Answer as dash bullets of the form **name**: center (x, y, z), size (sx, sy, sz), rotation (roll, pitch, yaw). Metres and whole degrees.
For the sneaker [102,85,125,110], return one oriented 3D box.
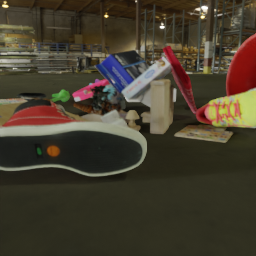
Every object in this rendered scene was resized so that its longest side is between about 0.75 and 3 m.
- **sneaker**: center (-0.760, -1.110, 10.566), size (0.960, 1.067, 2.472), rotation (1, 13, 11)

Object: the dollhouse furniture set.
- **dollhouse furniture set**: center (-0.257, -0.726, 8.229), size (2.885, 1.409, 2.461), rotation (5, 14, 18)

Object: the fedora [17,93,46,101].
- **fedora**: center (-4.076, -1.160, 11.899), size (1.214, 0.554, 1.214), rotation (2, 15, -1)

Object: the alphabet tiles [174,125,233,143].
- **alphabet tiles**: center (2.136, 0.108, 7.625), size (1.293, 0.058, 1.546), rotation (7, 15, 28)

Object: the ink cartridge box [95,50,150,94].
- **ink cartridge box**: center (-0.005, -1.899, 9.151), size (0.466, 1.183, 2.378), rotation (-42, -2, 32)

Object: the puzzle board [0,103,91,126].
- **puzzle board**: center (-2.342, -0.140, 6.346), size (2.187, 0.252, 2.902), rotation (-13, 23, -43)

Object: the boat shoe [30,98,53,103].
- **boat shoe**: center (-2.860, -0.657, 8.859), size (0.711, 0.753, 2.092), rotation (29, 3, -20)

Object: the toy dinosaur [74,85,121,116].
- **toy dinosaur**: center (-0.770, -0.631, 7.558), size (1.279, 0.868, 0.653), rotation (-17, 36, -41)

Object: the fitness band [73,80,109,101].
- **fitness band**: center (-1.766, -1.782, 13.179), size (2.036, 0.381, 1.463), rotation (-4, 27, 50)

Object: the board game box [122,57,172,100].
- **board game box**: center (0.584, -1.375, 8.069), size (1.466, 0.302, 1.463), rotation (-39, -2, 12)

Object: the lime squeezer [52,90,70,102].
- **lime squeezer**: center (-3.370, -1.484, 13.789), size (1.045, 0.558, 2.958), rotation (-32, 17, 0)

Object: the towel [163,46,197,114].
- **towel**: center (1.766, -1.497, 9.100), size (0.251, 1.616, 2.234), rotation (-27, -26, 9)

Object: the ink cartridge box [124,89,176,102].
- **ink cartridge box**: center (0.986, -1.871, 14.687), size (2.375, 0.739, 2.952), rotation (-1, 15, -6)

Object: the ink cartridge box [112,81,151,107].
- **ink cartridge box**: center (0.360, -1.810, 11.058), size (2.125, 0.901, 1.548), rotation (23, 26, -33)

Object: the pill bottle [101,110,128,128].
- **pill bottle**: center (-0.222, 0.068, 5.848), size (0.468, 0.818, 0.468), rotation (-28, 8, 4)

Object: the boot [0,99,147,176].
- **boot**: center (-0.917, -0.004, 4.853), size (2.415, 0.874, 1.742), rotation (3, 26, -3)

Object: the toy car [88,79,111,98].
- **toy car**: center (-1.477, -2.050, 14.664), size (1.362, 1.022, 1.192), rotation (-6, 15, -23)

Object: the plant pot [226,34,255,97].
- **plant pot**: center (5.366, -1.652, 9.811), size (2.546, 2.878, 2.878), rotation (6, 10, -22)

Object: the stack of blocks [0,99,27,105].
- **stack of blocks**: center (-4.395, -0.563, 9.289), size (2.010, 0.589, 1.157), rotation (-8, 16, -31)

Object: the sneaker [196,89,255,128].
- **sneaker**: center (2.698, -0.404, 7.518), size (1.136, 0.983, 2.516), rotation (-6, -5, -14)
